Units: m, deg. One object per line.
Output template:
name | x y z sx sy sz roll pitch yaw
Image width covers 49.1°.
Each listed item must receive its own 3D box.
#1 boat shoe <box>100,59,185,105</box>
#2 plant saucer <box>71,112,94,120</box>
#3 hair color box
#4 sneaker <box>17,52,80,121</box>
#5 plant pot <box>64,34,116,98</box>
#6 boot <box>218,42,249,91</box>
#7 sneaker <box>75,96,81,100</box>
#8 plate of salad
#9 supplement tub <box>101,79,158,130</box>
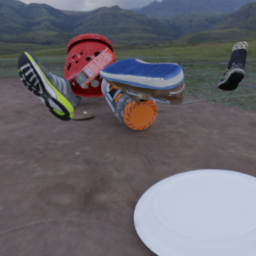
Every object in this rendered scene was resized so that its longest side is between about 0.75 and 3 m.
boat shoe | 0.283 -1.193 7.807 1.068 1.070 2.957 -36 35 -25
plant saucer | -1.956 -0.547 11.971 1.021 0.150 1.021 -5 14 1
hair color box | -1.035 -1.885 8.889 1.322 0.423 0.733 -49 10 -32
sneaker | -2.444 -1.356 8.760 0.890 2.408 0.975 -15 31 36
plant pot | -1.821 -3.132 14.068 2.705 2.463 2.705 -3 -16 -1
boot | 3.678 -2.069 9.744 0.600 1.256 1.663 15 -13 3
sneaker | -2.677 -1.270 14.049 0.476 0.453 1.201 20 31 18
plate of salad | 1.445 1.540 4.986 2.676 0.643 2.676 -10 20 4
supplement tub | 0.042 -1.122 10.646 1.577 1.577 2.574 -7 36 -21
